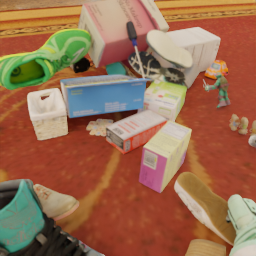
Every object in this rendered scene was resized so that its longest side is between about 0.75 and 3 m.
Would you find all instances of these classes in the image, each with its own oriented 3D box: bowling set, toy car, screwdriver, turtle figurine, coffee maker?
[{"bbox_3d":[2.880,-0.039,7.265,0.580,0.447,0.834,-4,20,-37],"label":"bowling set"},{"bbox_3d":[3.053,-2.515,10.778,0.932,0.632,1.900,-14,38,-20],"label":"toy car"},{"bbox_3d":[0.252,-2.186,7.939,0.270,0.281,1.933,-11,72,-11],"label":"screwdriver"},{"bbox_3d":[2.726,-1.225,8.414,0.876,1.170,0.589,-15,0,-31],"label":"turtle figurine"},{"bbox_3d":[-1.971,-2.582,10.991,0.920,0.645,0.958,-1,29,-42],"label":"coffee maker"}]

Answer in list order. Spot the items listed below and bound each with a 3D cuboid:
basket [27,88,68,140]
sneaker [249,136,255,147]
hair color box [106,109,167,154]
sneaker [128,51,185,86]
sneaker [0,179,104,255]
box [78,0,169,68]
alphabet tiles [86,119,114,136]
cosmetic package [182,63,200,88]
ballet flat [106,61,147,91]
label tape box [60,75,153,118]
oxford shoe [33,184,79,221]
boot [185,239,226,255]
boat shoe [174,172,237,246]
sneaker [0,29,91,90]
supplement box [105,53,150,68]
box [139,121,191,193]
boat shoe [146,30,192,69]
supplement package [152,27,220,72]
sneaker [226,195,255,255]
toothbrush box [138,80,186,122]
[{"bbox_3d":[-2.138,-0.382,7.513,0.889,0.809,1.311,-13,37,-15],"label":"basket"},{"bbox_3d":[3.278,0.414,6.410,0.910,0.342,0.526,12,2,11],"label":"sneaker"},{"bbox_3d":[0.226,0.052,7.184,1.467,0.449,0.745,-23,40,-33],"label":"hair color box"},{"bbox_3d":[0.830,-1.716,9.143,1.993,0.860,0.773,31,70,2],"label":"sneaker"},{"bbox_3d":[-1.253,1.566,3.879,2.755,1.664,1.152,13,40,14],"label":"sneaker"},{"bbox_3d":[-0.191,-3.180,9.070,2.401,1.308,1.535,-23,77,-24],"label":"box"},{"bbox_3d":[-0.718,-0.035,7.653,0.785,0.057,0.767,6,35,12],"label":"alphabet tiles"},{"bbox_3d":[2.037,-1.759,9.390,0.347,0.411,0.769,21,72,44],"label":"cosmetic package"},{"bbox_3d":[0.014,-1.527,9.318,0.805,0.725,2.138,12,30,-46],"label":"ballet flat"},{"bbox_3d":[-0.688,-0.861,7.394,1.963,0.862,2.723,-8,15,-15],"label":"label tape box"},{"bbox_3d":[-1.470,1.255,4.816,1.413,0.521,0.500,-9,22,30],"label":"oxford shoe"},{"bbox_3d":[1.744,2.615,3.160,2.875,1.012,2.059,9,40,22],"label":"boot"},{"bbox_3d":[1.443,1.481,5.093,0.535,0.524,1.511,-29,65,-28],"label":"boat shoe"},{"bbox_3d":[-2.267,-1.827,7.976,2.988,1.107,1.248,-32,47,-17],"label":"sneaker"},{"bbox_3d":[0.065,-3.612,11.689,1.747,1.377,2.668,5,35,4],"label":"supplement box"},{"bbox_3d":[0.779,0.583,5.925,0.548,0.997,1.134,25,42,25],"label":"box"},{"bbox_3d":[1.158,-2.301,8.562,1.979,0.720,0.611,17,-14,-40],"label":"boat shoe"},{"bbox_3d":[2.114,-2.826,10.488,2.173,1.275,1.271,-18,46,-27],"label":"supplement package"},{"bbox_3d":[1.623,1.473,3.990,1.781,0.655,1.051,25,29,-50],"label":"sneaker"},{"bbox_3d":[1.018,-0.777,8.252,1.037,0.613,1.424,17,39,18],"label":"toothbrush box"}]
